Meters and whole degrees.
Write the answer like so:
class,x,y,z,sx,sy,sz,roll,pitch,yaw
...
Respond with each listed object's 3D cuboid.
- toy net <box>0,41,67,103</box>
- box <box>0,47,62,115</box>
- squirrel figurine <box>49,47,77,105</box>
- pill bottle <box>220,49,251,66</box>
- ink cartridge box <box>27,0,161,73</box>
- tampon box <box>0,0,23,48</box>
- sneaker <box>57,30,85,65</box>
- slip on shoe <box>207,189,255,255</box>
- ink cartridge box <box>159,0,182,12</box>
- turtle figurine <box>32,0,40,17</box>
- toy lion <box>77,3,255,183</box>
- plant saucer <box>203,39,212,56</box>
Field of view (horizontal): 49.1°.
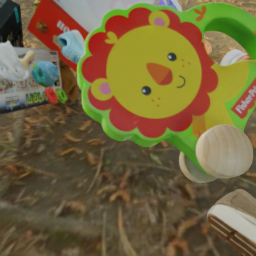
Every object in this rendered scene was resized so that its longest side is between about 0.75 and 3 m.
class,x,y,z,sx,sy,sz,roll,pitch,yaw
toy net,-1.729,-0.896,4.928,0.351,1.817,0.953,-16,85,17
box,-2.152,-1.037,5.879,0.388,1.230,2.235,-1,11,17
squirrel figurine,-2.463,-1.494,8.124,1.670,1.789,1.266,-21,51,-34
pill bottle,3.860,-1.727,8.926,1.018,1.018,1.784,-18,46,-19
ink cartridge box,-1.003,-2.587,6.320,2.416,2.973,0.848,42,29,-4
tampon box,-3.428,-1.745,6.031,1.340,1.591,2.122,25,63,-7
sneaker,-1.101,-1.526,5.993,0.558,0.504,1.363,-21,60,-24
slip on shoe,2.770,2.187,4.714,0.900,1.130,2.972,-36,46,-20
ink cartridge box,1.170,-3.559,8.130,0.320,1.477,1.463,-23,51,28
turtle figurine,-2.709,-3.626,8.418,0.947,0.763,0.305,7,-2,43
toy lion,0.688,-0.657,3.335,2.252,0.807,2.349,43,74,3
plant saucer,2.193,-3.017,10.792,1.981,0.371,1.981,0,44,0
